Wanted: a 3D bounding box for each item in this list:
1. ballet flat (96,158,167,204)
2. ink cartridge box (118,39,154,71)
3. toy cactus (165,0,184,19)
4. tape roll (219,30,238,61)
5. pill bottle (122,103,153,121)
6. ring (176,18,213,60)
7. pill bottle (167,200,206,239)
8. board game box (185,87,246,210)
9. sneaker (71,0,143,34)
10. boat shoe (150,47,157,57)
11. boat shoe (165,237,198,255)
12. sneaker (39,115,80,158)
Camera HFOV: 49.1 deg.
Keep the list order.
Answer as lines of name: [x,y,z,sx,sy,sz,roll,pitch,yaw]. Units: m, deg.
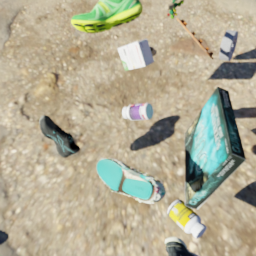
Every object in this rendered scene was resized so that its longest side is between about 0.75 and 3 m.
ballet flat: [0.047,1.220,6.360,1.965,0.628,0.743,21,92,45]
ink cartridge box: [0.258,-2.480,9.578,0.482,0.831,1.148,-30,19,-32]
toy cactus: [1.614,-4.470,10.123,0.545,1.065,0.879,44,49,16]
tape roll: [3.377,-2.760,9.410,0.325,0.983,0.983,19,59,25]
pill bottle: [0.269,-0.468,8.388,0.872,0.486,0.486,-2,52,35]
ring: [1.957,-2.581,8.034,0.151,1.576,1.576,-42,58,23]
pill bottle: [1.605,2.482,7.618,0.572,0.572,1.021,-34,48,-20]
board game box: [2.107,0.426,7.368,0.409,1.967,2.908,23,37,-6]
sneaker: [-0.691,-3.568,8.635,2.231,0.826,0.932,-18,88,-7]
boat shoe: [0.786,-2.724,9.927,0.832,0.288,0.307,-12,81,-47]
boat shoe: [1.105,2.589,5.350,0.484,1.295,0.429,-19,35,23]
sneaker: [-2.110,0.224,8.748,0.655,1.652,0.623,-13,37,24]
